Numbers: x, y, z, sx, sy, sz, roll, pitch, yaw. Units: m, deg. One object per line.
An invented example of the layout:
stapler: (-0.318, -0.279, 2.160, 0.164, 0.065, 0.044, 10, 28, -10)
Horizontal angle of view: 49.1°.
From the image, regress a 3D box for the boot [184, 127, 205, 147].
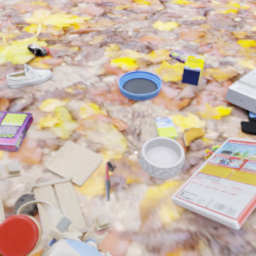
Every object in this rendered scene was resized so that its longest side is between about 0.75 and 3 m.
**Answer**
boot: (1.968, 0.238, 8.282, 0.625, 0.307, 0.873, -3, 33, 13)

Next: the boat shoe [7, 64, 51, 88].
boat shoe: (-3.729, -2.038, 10.516, 1.634, 0.697, 0.604, -16, 45, -17)

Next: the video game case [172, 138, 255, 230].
video game case: (2.448, 1.114, 6.556, 2.529, 0.221, 1.808, -38, 23, -25)

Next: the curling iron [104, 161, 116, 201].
curling iron: (-0.483, 1.330, 7.247, 0.300, 0.155, 1.210, 2, 42, 1)

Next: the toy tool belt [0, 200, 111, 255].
toy tool belt: (-0.923, 2.356, 4.614, 2.581, 1.586, 1.611, 38, 73, 2)

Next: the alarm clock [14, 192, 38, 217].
alarm clock: (-2.435, 1.872, 6.527, 0.552, 0.273, 0.819, 29, 67, 33)

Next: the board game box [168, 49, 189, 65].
board game box: (2.365, -3.014, 11.994, 0.674, 0.181, 1.123, -33, 52, -25)

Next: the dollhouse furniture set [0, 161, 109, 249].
dollhouse furniture set: (-1.974, 1.744, 6.383, 2.414, 1.179, 2.059, -4, 55, -34)

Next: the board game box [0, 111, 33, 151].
board game box: (-4.309, 0.041, 8.536, 2.417, 0.390, 1.451, 3, 38, 4)

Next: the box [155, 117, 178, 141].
box: (1.156, 0.032, 8.619, 0.538, 0.210, 0.883, -5, 43, -5)

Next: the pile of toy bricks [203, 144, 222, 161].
pile of toy bricks: (2.521, 0.621, 7.827, 0.838, 0.414, 0.465, -5, 43, -6)

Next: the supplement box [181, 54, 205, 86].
supplement box: (2.514, -2.254, 10.778, 0.657, 0.661, 1.207, 14, 44, 14)

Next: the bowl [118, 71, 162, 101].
bowl: (0.436, -1.555, 10.277, 1.599, 0.314, 1.599, 0, 43, 0)

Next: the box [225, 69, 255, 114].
box: (4.922, -1.244, 9.610, 2.066, 0.545, 2.650, 32, 48, 32)

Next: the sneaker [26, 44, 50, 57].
sneaker: (-4.009, -3.371, 12.187, 1.139, 0.403, 0.557, 17, 43, 16)

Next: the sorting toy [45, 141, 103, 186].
sorting toy: (-1.454, 0.962, 7.637, 1.187, 0.217, 1.099, 25, 48, 18)

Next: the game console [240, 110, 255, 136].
game console: (4.002, -0.268, 8.981, 0.826, 0.169, 1.401, 7, 42, 7)

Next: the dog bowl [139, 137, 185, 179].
dog bowl: (0.940, 0.770, 7.696, 1.299, 0.381, 1.299, -1, 42, 1)
